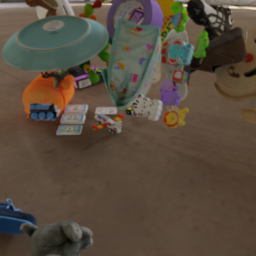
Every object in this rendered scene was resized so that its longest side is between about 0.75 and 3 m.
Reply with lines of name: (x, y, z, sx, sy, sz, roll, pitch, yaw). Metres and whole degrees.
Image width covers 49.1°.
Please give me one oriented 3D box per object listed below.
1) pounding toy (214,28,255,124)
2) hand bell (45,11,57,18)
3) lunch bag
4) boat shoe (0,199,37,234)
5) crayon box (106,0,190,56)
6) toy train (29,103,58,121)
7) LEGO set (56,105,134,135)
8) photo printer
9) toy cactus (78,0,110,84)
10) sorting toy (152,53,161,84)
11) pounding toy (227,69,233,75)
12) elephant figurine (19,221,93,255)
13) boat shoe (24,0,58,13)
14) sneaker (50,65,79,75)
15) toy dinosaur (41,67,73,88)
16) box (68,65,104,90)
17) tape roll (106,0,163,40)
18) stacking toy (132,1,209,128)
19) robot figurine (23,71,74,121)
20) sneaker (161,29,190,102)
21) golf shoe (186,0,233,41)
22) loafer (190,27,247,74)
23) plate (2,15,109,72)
pounding toy: (3.127, -1.292, 7.595, 1.430, 1.434, 2.501, 14, 67, 21)
hand bell: (-2.859, -3.328, 10.107, 1.302, 2.500, 1.302, 11, 59, -19)
lunch bag: (0.089, -1.431, 6.860, 1.183, 1.941, 1.653, 15, 10, 6)
boat shoe: (-2.848, 1.886, 6.215, 1.757, 0.739, 0.603, 6, 37, 7)
crayon box: (0.726, -4.210, 11.653, 2.505, 2.903, 0.846, 41, 24, 6)
toy train: (-2.454, -0.471, 8.147, 0.861, 0.492, 0.373, 0, -12, 4)
LEGO set: (-1.160, -0.492, 10.498, 2.745, 0.674, 2.051, 0, 33, 1)
photo printer: (-2.593, -3.949, 10.501, 0.734, 1.758, 2.113, -32, 24, -24)
toy cactus: (-1.498, -2.865, 9.565, 2.131, 2.583, 1.321, 5, 25, 28)
sorting toy: (0.480, -1.848, 8.881, 1.330, 0.711, 1.197, -15, 61, 2)
pounding toy: (3.436, -1.975, 8.960, 1.183, 1.179, 2.062, 5, 43, -54)
elephant figurine: (-1.236, 2.563, 4.817, 1.312, 1.197, 1.691, -20, 40, 23)
boat shoe: (-2.965, -4.111, 8.897, 1.691, 0.571, 0.609, 34, 31, 5)
sneaker: (-2.171, -2.177, 8.878, 1.253, 0.831, 2.202, 5, 6, -11)
toy dinosaur: (-1.908, -1.359, 7.292, 0.623, 1.414, 0.336, 5, 68, -31)
box: (-2.655, -2.854, 14.700, 2.934, 0.530, 2.098, 24, 38, 38)
tape roll: (0.210, -3.778, 9.913, 1.891, 1.891, 0.803, 21, 13, 31)
stacking toy: (0.895, -1.072, 5.428, 0.510, 2.170, 1.636, 19, 6, 28)
robot figurine: (-3.095, -1.298, 10.971, 1.952, 1.582, 2.713, 7, 31, 4)
sneaker: (1.337, -1.699, 7.496, 0.724, 1.880, 0.770, 9, 26, 25)
golf shoe: (2.902, -3.946, 9.729, 2.438, 1.152, 0.948, 24, 15, -50)
loafer: (2.179, -1.778, 7.539, 0.944, 0.918, 2.586, -28, 5, -11)
plate: (-1.573, -1.959, 6.009, 2.301, 0.294, 2.301, -3, 46, 3)
